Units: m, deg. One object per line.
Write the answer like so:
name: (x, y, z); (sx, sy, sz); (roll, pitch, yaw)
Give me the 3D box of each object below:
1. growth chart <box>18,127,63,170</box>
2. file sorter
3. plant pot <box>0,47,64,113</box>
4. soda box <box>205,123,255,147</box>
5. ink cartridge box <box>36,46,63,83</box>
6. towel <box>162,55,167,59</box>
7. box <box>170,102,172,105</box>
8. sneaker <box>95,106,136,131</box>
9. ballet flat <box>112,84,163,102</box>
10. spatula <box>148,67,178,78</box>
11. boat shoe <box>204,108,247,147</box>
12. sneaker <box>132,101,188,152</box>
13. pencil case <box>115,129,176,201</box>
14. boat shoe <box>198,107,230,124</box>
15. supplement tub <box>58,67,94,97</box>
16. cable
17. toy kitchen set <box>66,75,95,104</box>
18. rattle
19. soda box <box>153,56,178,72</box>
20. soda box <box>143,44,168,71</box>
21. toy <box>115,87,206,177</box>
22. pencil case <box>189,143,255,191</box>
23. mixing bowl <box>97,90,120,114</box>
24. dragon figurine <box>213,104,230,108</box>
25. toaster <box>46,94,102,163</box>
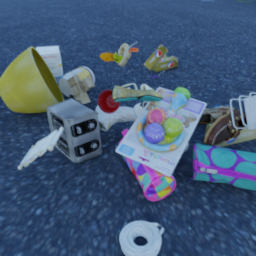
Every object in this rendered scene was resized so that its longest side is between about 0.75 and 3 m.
growth chart: (-2.370, 0.567, 7.522); (1.616, 0.143, 1.170); (-29, 25, 31)
file sorter: (4.023, -0.572, 8.516); (0.955, 1.064, 1.534); (-1, -9, -32)
plant pot: (-4.176, -1.698, 11.702); (1.939, 2.732, 2.732); (-25, 37, 0)
soda box: (3.928, 0.123, 10.376); (2.055, 0.696, 0.658); (-11, 36, -14)
ink cartridge box: (-4.056, -3.257, 14.477); (1.187, 1.612, 1.166); (-7, 35, -10)
towel: (2.106, -4.362, 17.390); (0.600, 0.148, 0.809); (1, 35, 3)
box: (1.316, -0.839, 10.857); (1.082, 0.596, 0.188); (22, 27, -32)
sneaker: (-0.483, -0.262, 10.277); (1.774, 0.653, 1.025); (6, 49, 17)
ballet flat: (0.309, -1.058, 8.372); (1.629, 0.576, 0.576); (-3, 33, -22)
spatula: (1.284, -2.020, 10.281); (1.190, 0.122, 0.336); (-20, -2, 25)
boat shoe: (3.351, -0.011, 9.282); (0.796, 0.797, 2.264); (32, 48, 29)
sneaker: (1.153, 0.001, 9.470); (2.352, 0.833, 0.859); (38, 70, -5)
pencil case: (0.477, 1.090, 8.678); (1.096, 1.096, 2.479); (-14, 37, -19)
boat shoe: (3.438, -0.419, 11.263); (1.839, 0.696, 0.660); (-2, 37, 14)
supplement tub: (-2.465, -2.216, 13.440); (1.091, 1.091, 1.501); (22, 41, 28)
cable: (0.302, 2.754, 6.867); (1.018, 0.352, 1.018); (11, 37, 16)
toy kitchen set: (-2.165, -1.607, 11.804); (1.074, 1.317, 1.188); (-23, 3, 33)
rattle: (-0.405, -3.449, 12.578); (1.180, 1.075, 1.651); (25, -6, -20)
soda box: (2.081, -3.660, 16.028); (1.553, 0.526, 0.497); (-18, 38, -25)
soda box: (1.212, -3.043, 12.161); (0.388, 1.146, 0.367); (44, 16, 9)
toy: (1.076, -0.205, 8.291); (1.709, 0.701, 2.968); (23, 53, 18)
pencil case: (3.288, 1.258, 8.287); (2.807, 1.195, 1.297); (9, 18, 14)
mixing bowl: (-0.606, -0.905, 9.650); (0.806, 0.806, 0.437); (9, 10, 13)
dragon figurine: (3.813, -0.745, 11.948); (1.200, 0.353, 0.597); (-5, 35, -8)
toaster: (-1.848, 0.006, 9.539); (1.120, 1.707, 1.888); (-24, 36, -33)
